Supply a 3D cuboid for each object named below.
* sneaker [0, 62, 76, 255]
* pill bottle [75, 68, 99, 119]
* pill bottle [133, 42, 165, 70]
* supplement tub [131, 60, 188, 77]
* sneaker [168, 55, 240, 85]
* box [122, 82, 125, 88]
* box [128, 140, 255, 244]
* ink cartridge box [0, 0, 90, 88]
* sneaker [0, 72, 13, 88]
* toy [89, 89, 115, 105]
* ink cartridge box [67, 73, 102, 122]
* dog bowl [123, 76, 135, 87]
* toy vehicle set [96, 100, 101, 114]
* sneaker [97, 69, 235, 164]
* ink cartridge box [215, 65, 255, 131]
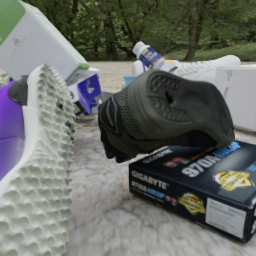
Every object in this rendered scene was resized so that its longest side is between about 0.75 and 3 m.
[{"bbox_3d":[-1.288,0.489,2.693,1.290,0.902,2.594,-15,43,12],"label":"sneaker"},{"bbox_3d":[-1.198,-0.982,7.790,0.780,1.348,0.780,8,16,-2],"label":"pill bottle"},{"bbox_3d":[0.623,-2.210,8.711,0.976,0.542,0.542,45,30,11],"label":"pill bottle"},{"bbox_3d":[1.261,-1.835,10.819,2.097,1.525,1.525,-3,16,-9],"label":"supplement tub"},{"bbox_3d":[1.871,-1.447,8.191,2.792,1.124,1.067,-29,16,10],"label":"sneaker"},{"bbox_3d":[0.712,-2.034,13.713,1.873,0.325,1.031,-2,16,-7],"label":"box"},{"bbox_3d":[1.280,0.641,4.026,1.637,0.474,2.060,15,21,41],"label":"box"},{"bbox_3d":[-2.504,-2.050,7.004,2.888,1.500,0.857,47,16,1],"label":"ink cartridge box"},{"bbox_3d":[-3.753,-1.068,8.318,2.909,1.175,1.113,-1,43,0],"label":"sneaker"},{"bbox_3d":[0.133,-0.322,6.927,2.162,0.510,1.245,9,-23,18],"label":"toy"},{"bbox_3d":[-1.229,-0.355,5.426,1.682,0.365,1.667,-27,-4,-4],"label":"ink cartridge box"},{"bbox_3d":[0.975,-1.361,9.398,2.333,0.578,1.300,4,8,-7],"label":"dog bowl"},{"bbox_3d":[-1.211,-0.790,9.356,2.394,0.317,1.488,-11,19,-33],"label":"toy vehicle set"},{"bbox_3d":[0.529,-0.068,3.933,1.392,0.929,2.429,-19,-15,41],"label":"sneaker"},{"bbox_3d":[3.459,-0.850,7.161,2.036,1.499,1.473,-7,13,-21],"label":"ink cartridge box"}]
